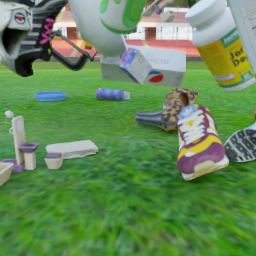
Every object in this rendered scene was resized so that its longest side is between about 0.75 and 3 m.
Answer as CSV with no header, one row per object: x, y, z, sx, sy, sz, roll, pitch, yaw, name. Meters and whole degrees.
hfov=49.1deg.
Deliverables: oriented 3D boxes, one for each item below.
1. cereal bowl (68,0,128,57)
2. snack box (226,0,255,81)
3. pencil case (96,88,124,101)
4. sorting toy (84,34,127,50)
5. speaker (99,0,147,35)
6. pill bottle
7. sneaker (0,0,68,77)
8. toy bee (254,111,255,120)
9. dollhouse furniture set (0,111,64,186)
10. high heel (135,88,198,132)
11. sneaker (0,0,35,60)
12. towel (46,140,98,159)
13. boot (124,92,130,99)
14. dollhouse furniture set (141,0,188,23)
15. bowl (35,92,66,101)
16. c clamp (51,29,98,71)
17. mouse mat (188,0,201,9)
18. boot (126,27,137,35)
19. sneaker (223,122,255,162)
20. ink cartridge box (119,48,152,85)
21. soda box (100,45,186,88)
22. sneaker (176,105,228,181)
-0.898,-3.148,7.677,1.090,2.617,2.617,-17,14,5,cereal bowl
1.751,-1.764,3.817,0.700,1.879,2.642,-18,37,27,snack box
-0.877,-1.644,13.690,1.404,0.548,0.610,5,41,15,pencil case
-0.985,-4.031,10.742,2.019,2.710,0.363,6,-30,-20,sorting toy
0.040,-2.202,4.047,0.761,0.761,1.720,-5,-25,-18,speaker
2.228,-1.972,6.521,1.168,2.070,1.168,-32,25,17,pill bottle
-2.313,-2.377,7.330,2.674,1.169,0.986,-43,7,15,sneaker
4.902,-0.437,8.493,2.011,1.093,1.316,-23,18,13,toy bee
-1.923,0.360,4.691,1.240,1.110,1.564,1,14,5,dollhouse furniture set
1.784,-0.594,8.496,2.704,0.965,1.927,-26,21,-31,high heel
-2.318,-2.610,5.817,0.950,2.564,1.135,-15,52,-45,sneaker
-1.235,0.479,6.147,1.063,0.183,0.705,-6,14,-20,towel
-0.295,-1.635,14.036,0.801,0.383,0.295,-7,16,-26,boot
1.345,-4.069,9.879,1.723,1.365,1.223,-15,-10,-41,dollhouse furniture set
-3.841,-1.559,13.925,1.502,0.295,1.502,0,14,0,bowl
-1.923,-2.648,9.336,1.764,1.507,0.239,32,46,-10,c clamp
2.489,-3.793,9.419,0.109,2.894,2.328,-23,20,4,mouse mat
-0.054,-4.599,11.825,0.960,1.313,0.461,5,13,-7,boot
2.568,0.350,6.068,1.649,0.646,0.741,-23,-16,-30,sneaker
0.167,-1.550,6.909,0.324,0.580,0.850,27,-6,39,ink cartridge box
0.470,-2.014,9.026,2.635,0.898,0.839,7,-28,2,soda box
1.230,0.145,5.203,0.884,1.063,2.359,-23,3,16,sneaker
